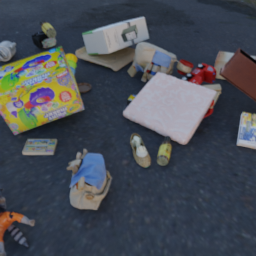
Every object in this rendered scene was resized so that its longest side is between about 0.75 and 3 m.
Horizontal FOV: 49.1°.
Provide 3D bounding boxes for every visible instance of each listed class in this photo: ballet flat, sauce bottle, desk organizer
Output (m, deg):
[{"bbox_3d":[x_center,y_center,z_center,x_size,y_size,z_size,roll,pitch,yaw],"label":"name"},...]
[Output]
[{"bbox_3d":[0.380,0.740,9.872,0.532,0.492,1.508,-16,41,-11],"label":"ballet flat"},{"bbox_3d":[-4.860,-5.975,16.774,0.595,0.595,1.840,-19,48,-22],"label":"sauce bottle"},{"bbox_3d":[5.338,-1.883,11.532,2.983,1.148,1.070,37,33,2],"label":"desk organizer"},{"bbox_3d":[1.309,0.766,9.914,0.414,0.414,1.280,9,40,11],"label":"sauce bottle"}]

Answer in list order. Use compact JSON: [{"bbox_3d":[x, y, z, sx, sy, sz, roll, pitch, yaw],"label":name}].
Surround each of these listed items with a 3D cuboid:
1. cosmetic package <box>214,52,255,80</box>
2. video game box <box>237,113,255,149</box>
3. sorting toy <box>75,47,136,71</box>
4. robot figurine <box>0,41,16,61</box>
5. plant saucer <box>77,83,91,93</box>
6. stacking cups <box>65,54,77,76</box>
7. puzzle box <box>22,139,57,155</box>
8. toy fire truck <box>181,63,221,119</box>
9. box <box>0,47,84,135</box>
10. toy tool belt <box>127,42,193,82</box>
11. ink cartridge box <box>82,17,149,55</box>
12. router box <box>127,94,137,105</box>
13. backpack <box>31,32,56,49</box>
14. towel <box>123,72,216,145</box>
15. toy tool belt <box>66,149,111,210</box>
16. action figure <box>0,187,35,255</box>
[{"bbox_3d":[5.638,-3.039,14.194,2.372,1.035,1.226,14,40,17],"label":"cosmetic package"},{"bbox_3d":[4.732,0.141,10.339,1.183,0.304,1.299,12,70,12],"label":"video game box"},{"bbox_3d":[-1.164,-4.203,16.196,2.850,0.520,2.638,26,45,23],"label":"sorting toy"},{"bbox_3d":[-6.978,-4.388,15.956,1.355,0.902,1.598,-26,30,13],"label":"robot figurine"},{"bbox_3d":[-2.196,-1.927,13.541,0.836,0.134,0.836,0,38,0],"label":"plant saucer"},{"bbox_3d":[-2.945,-2.635,13.667,0.670,0.670,2.215,0,55,0],"label":"stacking cups"},{"bbox_3d":[-3.215,0.694,10.220,1.102,0.140,0.733,0,39,-1],"label":"puzzle box"},{"bbox_3d":[3.394,-1.780,12.603,2.030,0.702,2.878,30,56,34],"label":"toy fire truck"},{"bbox_3d":[-3.584,-1.594,11.315,2.871,1.751,2.765,-21,40,-5],"label":"box"},{"bbox_3d":[1.496,-2.866,13.793,2.992,1.839,1.868,29,26,15],"label":"toy tool belt"},{"bbox_3d":[-0.676,-5.082,15.531,2.972,1.249,2.169,-30,27,-32],"label":"ink cartridge box"},{"bbox_3d":[0.460,-1.201,12.546,0.870,0.222,0.649,13,40,16],"label":"router box"},{"bbox_3d":[-5.157,-5.447,17.424,1.319,0.835,1.101,-31,55,-32],"label":"backpack"},{"bbox_3d":[1.686,-0.909,11.399,2.888,0.466,2.759,26,63,28],"label":"towel"},{"bbox_3d":[-1.166,1.315,8.498,1.318,1.297,2.110,1,38,2],"label":"toy tool belt"},{"bbox_3d":[-3.529,2.683,7.383,1.836,0.993,1.898,23,70,36],"label":"action figure"}]
